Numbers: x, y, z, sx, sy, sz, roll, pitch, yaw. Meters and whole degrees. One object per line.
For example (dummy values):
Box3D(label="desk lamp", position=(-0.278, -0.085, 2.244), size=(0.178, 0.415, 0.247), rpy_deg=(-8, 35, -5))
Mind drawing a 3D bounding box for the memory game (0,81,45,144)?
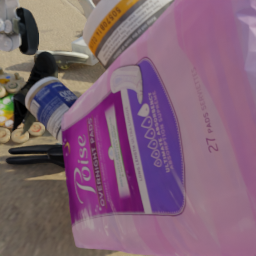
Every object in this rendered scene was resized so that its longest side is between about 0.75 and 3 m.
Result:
Box3D(label="memory game", position=(-3.052, -0.482, 7.596), size=(2.150, 0.137, 2.150), rpy_deg=(6, 54, -9))

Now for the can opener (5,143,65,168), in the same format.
Box3D(label="can opener", position=(-1.923, 0.588, 6.490), size=(1.883, 0.740, 0.597), rpy_deg=(-1, 47, 13))

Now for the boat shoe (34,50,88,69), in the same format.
Box3D(label="boat shoe", position=(-2.420, -2.436, 10.073), size=(1.987, 0.594, 0.710), rpy_deg=(5, 14, 5))

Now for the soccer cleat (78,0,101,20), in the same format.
Box3D(label="soccer cleat", position=(-0.838, -2.744, 5.014), size=(0.872, 0.976, 2.516), rpy_deg=(-33, 81, -17))

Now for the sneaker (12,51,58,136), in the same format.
Box3D(label="sneaker", position=(-1.840, -0.666, 5.403), size=(0.467, 1.554, 0.810), rpy_deg=(26, 31, 11))

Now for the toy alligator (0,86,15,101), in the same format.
Box3D(label="toy alligator", position=(-3.962, -0.666, 8.000), size=(1.963, 0.582, 0.533), rpy_deg=(-30, 78, -31))

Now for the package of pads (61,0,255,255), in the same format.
Box3D(label="package of pads", position=(0.361, 0.164, 2.503), size=(1.090, 2.880, 1.735), rpy_deg=(1, 73, -33))

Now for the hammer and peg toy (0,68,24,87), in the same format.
Box3D(label="hammer and peg toy", position=(-4.233, -1.534, 9.047), size=(1.456, 0.513, 1.071), rpy_deg=(18, 43, 20))

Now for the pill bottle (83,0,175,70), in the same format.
Box3D(label="pill bottle", position=(0.735, -0.732, 3.978), size=(2.667, 1.552, 1.552), rpy_deg=(51, 52, -3))

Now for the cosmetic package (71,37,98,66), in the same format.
Box3D(label="cosmetic package", position=(-1.531, -2.888, 10.491), size=(0.887, 0.742, 0.738), rpy_deg=(19, 43, 21))

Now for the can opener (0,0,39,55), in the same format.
Box3D(label="can opener", position=(-2.106, -2.506, 5.000), size=(0.620, 2.357, 0.783), rpy_deg=(2, 9, 25))

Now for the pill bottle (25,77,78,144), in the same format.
Box3D(label="pill bottle", position=(-1.031, -0.174, 4.724), size=(1.345, 0.746, 0.746), rpy_deg=(43, 53, 15))
